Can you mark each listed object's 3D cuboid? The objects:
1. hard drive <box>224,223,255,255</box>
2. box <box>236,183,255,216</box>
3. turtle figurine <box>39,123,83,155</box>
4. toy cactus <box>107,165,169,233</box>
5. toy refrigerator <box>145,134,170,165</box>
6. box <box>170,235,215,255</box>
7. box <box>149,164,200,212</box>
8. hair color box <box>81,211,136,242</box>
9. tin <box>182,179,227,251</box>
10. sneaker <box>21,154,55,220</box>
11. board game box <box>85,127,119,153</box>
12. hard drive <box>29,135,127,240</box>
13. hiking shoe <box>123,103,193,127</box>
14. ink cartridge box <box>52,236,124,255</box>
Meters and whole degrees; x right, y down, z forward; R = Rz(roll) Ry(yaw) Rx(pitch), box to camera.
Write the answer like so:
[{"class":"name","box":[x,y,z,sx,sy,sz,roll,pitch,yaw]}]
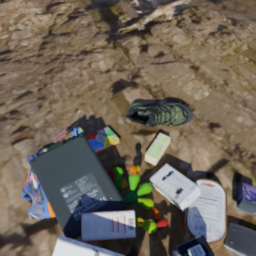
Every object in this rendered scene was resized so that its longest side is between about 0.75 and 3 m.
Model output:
[{"class":"hard drive","box":[3.649,3.532,8.501,1.332,0.282,0.899,19,49,17]},{"class":"box","box":[4.015,2.359,9.332,0.652,0.459,0.881,21,35,6]},{"class":"turtle figurine","box":[-2.318,0.813,10.806,1.842,1.900,1.367,-38,93,-4]},{"class":"toy cactus","box":[-0.161,2.430,9.065,2.223,1.377,2.694,-28,60,-12]},{"class":"toy refrigerator","box":[1.167,0.815,11.022,0.482,0.444,1.270,25,50,19]},{"class":"box","box":[1.732,3.583,7.773,0.877,1.182,0.633,-16,55,-17]},{"class":"box","box":[1.556,1.982,9.480,0.906,0.467,1.554,-40,41,-15]},{"class":"hair color box","box":[-0.571,2.764,7.942,1.493,0.457,0.758,1,72,-11]},{"class":"tin","box":[2.543,2.732,9.152,1.363,0.510,2.434,12,46,8]},{"class":"sneaker","box":[-3.172,1.963,9.588,1.036,0.995,2.642,-20,47,-13]},{"class":"board game box","box":[-1.084,0.480,11.380,1.157,0.233,0.885,-22,48,-29]},{"class":"hard drive","box":[-1.627,1.778,8.886,1.999,0.471,2.864,-27,66,-18]},{"class":"hiking shoe","box":[1.257,-0.399,11.575,2.800,1.060,1.409,1,22,14]},{"class":"ink cartridge box","box":[-0.828,3.525,7.028,2.248,1.636,0.944,19,68,-5]}]
